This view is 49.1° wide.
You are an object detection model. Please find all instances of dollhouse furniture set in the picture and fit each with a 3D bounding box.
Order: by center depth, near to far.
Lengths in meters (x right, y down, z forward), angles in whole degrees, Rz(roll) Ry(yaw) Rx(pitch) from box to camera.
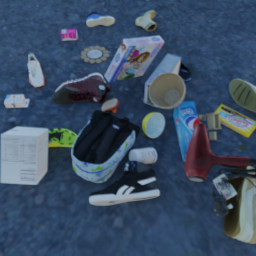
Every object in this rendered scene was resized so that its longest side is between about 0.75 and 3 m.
[{"bbox_3d":[3.008,-0.031,10.525,0.540,0.858,0.971,-3,88,-38],"label":"dollhouse furniture set"}]

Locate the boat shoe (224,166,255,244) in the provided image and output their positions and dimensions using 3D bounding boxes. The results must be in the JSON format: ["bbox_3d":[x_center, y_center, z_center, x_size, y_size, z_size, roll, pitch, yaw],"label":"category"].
[{"bbox_3d":[3.487,2.159,8.322,0.877,0.977,2.641,29,52,-2],"label":"boat shoe"}]

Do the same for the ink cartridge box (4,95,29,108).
[{"bbox_3d":[-4.519,-1.090,11.389,0.857,0.291,0.493,-2,50,-2],"label":"ink cartridge box"}]

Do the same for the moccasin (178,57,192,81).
[{"bbox_3d":[2.291,-2.846,12.660,0.713,0.604,1.771,-30,56,-23],"label":"moccasin"}]

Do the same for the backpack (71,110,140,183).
[{"bbox_3d":[-0.885,0.672,9.193,1.841,1.735,2.257,21,33,9],"label":"backpack"}]

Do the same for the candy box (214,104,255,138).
[{"bbox_3d":[4.084,-0.290,10.771,1.552,0.205,0.793,33,61,25],"label":"candy box"}]

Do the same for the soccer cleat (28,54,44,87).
[{"bbox_3d":[-4.098,-2.496,12.256,0.624,0.774,1.818,-14,51,-11],"label":"soccer cleat"}]

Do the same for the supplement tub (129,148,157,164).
[{"bbox_3d":[0.496,0.950,9.301,0.817,0.539,0.539,-4,46,-32],"label":"supplement tub"}]

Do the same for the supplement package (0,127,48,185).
[{"bbox_3d":[-3.113,0.798,8.539,1.057,1.437,1.374,4,8,-4],"label":"supplement package"}]

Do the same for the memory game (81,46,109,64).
[{"bbox_3d":[-1.614,-3.555,13.599,1.384,0.088,1.384,0,51,0],"label":"memory game"}]

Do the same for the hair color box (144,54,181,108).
[{"bbox_3d":[1.430,-1.989,11.622,0.664,1.084,2.189,22,53,17],"label":"hair color box"}]

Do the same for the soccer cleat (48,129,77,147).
[{"bbox_3d":[-2.575,0.400,9.776,1.899,0.794,0.614,1,72,9],"label":"soccer cleat"}]

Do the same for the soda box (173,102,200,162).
[{"bbox_3d":[2.178,0.089,10.082,0.720,0.762,2.245,-3,50,-2],"label":"soda box"}]

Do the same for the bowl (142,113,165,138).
[{"bbox_3d":[0.831,-0.140,10.281,0.960,0.960,0.517,-36,34,-26],"label":"bowl"}]

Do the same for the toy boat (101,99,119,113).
[{"bbox_3d":[-0.660,-0.791,11.036,0.759,0.496,0.495,-17,37,28],"label":"toy boat"}]

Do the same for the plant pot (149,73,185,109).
[{"bbox_3d":[1.499,-1.226,10.146,1.297,0.871,1.297,-6,75,22],"label":"plant pot"}]

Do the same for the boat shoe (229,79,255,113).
[{"bbox_3d":[5.134,-1.100,11.092,0.865,0.945,2.530,-8,43,-35],"label":"boat shoe"}]

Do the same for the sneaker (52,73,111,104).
[{"bbox_3d":[-1.739,-1.345,11.237,2.378,0.900,1.374,-30,59,-24],"label":"sneaker"}]

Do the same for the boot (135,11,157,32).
[{"bbox_3d":[1.211,-5.782,15.207,1.390,0.501,1.075,-35,57,-19],"label":"boot"}]

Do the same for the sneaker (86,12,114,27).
[{"bbox_3d":[-1.535,-6.026,15.350,1.525,0.585,0.849,-9,59,1],"label":"sneaker"}]

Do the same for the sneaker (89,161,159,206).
[{"bbox_3d":[-0.176,1.602,8.415,2.174,0.794,1.216,0,65,-24],"label":"sneaker"}]

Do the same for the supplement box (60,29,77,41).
[{"bbox_3d":[-3.042,-4.794,14.431,0.802,0.406,0.414,-4,50,-3],"label":"supplement box"}]

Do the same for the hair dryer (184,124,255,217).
[{"bbox_3d":[2.772,1.062,8.505,2.141,0.764,2.812,-29,66,-9],"label":"hair dryer"}]

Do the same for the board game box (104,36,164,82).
[{"bbox_3d":[0.240,-2.773,11.323,1.974,1.979,0.407,-21,69,-38],"label":"board game box"}]
